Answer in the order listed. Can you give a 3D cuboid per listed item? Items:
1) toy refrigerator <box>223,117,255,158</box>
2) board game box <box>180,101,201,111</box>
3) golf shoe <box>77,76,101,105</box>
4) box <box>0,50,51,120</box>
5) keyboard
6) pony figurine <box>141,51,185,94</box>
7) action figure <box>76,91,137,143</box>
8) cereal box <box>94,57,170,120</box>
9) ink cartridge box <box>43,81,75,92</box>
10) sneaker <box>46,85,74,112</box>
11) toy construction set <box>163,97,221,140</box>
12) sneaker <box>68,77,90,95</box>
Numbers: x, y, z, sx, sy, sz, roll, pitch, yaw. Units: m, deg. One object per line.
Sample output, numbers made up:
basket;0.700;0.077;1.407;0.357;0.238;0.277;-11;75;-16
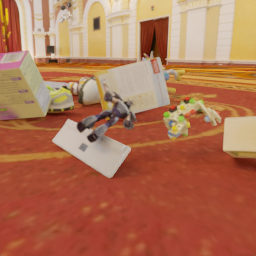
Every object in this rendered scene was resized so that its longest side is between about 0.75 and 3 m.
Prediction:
toy refrigerator;2.818;0.221;4.915;2.040;0.714;0.775;0;-14;34
board game box;2.330;-0.728;9.835;0.842;0.123;0.567;13;9;-29
golf shoe;-0.867;-1.546;11.663;1.254;1.099;2.848;26;32;27
box;-3.409;-1.203;8.264;1.600;1.819;0.879;-5;46;9
keyboard;-0.842;0.330;5.640;2.276;0.641;0.121;21;-14;48
pony figurine;0.996;-2.041;11.687;2.231;2.154;1.858;18;45;-33
action figure;-0.320;-0.231;5.546;0.903;0.482;1.388;47;54;8
cereal box;0.130;-1.204;8.639;2.074;1.492;0.410;-14;9;-5
ink cartridge box;-3.324;-1.723;12.362;0.887;0.347;1.873;-19;-9;34
sneaker;-2.991;-1.023;9.719;2.332;0.891;0.879;0;7;10
toy construction set;1.268;-0.230;5.790;1.252;0.577;0.821;-18;30;-17
sneaker;-2.129;-2.082;14.231;0.966;0.804;2.145;9;25;21
